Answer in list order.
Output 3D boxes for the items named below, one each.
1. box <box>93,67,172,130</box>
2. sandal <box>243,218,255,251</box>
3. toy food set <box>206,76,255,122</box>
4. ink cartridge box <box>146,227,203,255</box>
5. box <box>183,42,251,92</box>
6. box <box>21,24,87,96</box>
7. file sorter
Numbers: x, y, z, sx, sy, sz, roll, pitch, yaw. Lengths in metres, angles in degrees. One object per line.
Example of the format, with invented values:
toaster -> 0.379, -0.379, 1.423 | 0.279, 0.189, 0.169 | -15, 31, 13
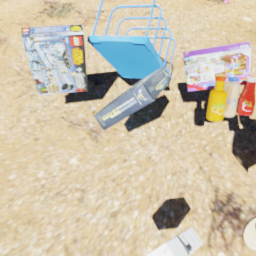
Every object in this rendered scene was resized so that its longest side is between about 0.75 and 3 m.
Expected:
box -> 0.182, -0.785, 7.043 | 1.525, 0.493, 1.933 | -31, 10, 29
sandal -> 4.331, 2.612, 7.851 | 2.403, 0.790, 0.881 | -15, 47, -14
toy food set -> 3.477, -0.754, 7.508 | 2.609, 1.174, 1.245 | 6, 21, 9
ink cartridge box -> 0.910, 2.490, 5.641 | 1.017, 0.735, 0.428 | -3, 51, -48
box -> 2.651, -1.787, 8.395 | 1.859, 1.272, 0.364 | -4, 44, 17
box -> -2.187, -2.035, 8.792 | 1.702, 2.486, 0.496 | -7, 59, -10
file sorter -> 0.347, -2.996, 9.576 | 1.992, 2.871, 1.761 | 10, 80, 24
